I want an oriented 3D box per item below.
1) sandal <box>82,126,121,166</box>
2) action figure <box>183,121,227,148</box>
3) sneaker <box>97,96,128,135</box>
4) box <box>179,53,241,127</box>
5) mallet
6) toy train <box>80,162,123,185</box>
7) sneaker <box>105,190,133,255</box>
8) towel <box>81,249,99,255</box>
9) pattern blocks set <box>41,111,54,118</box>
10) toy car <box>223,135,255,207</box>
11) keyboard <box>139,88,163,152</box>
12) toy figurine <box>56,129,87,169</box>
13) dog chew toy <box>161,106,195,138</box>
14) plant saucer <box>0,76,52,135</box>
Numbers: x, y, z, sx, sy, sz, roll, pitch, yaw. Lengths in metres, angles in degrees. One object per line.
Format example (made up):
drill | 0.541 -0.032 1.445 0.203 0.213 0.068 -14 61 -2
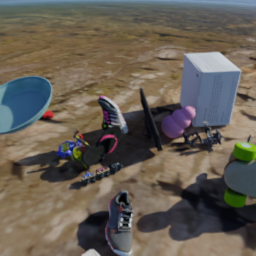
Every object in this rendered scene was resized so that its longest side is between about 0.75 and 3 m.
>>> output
sandal | -0.749 0.586 9.248 0.413 0.688 1.831 -14 24 50
action figure | 2.875 0.280 10.346 1.556 0.794 0.925 -6 28 -4
sneaker | -0.659 -0.293 9.897 0.778 1.779 0.656 -45 37 -23
box | 3.327 -1.675 11.906 1.600 2.435 2.448 -3 32 -5
mallet | -1.288 0.606 9.492 0.275 1.338 0.441 -33 24 30
toy train | -0.846 1.409 8.890 1.479 0.252 0.339 -19 75 -28
sneaker | -0.165 2.275 6.974 0.654 0.695 1.696 14 36 -21
towel | -0.924 3.107 6.132 0.579 0.151 0.873 32 43 29
pattern blocks set | -4.459 -0.781 12.452 1.875 0.173 2.133 -14 35 -32
toy car | 3.696 1.111 8.315 1.692 1.761 2.144 9 21 14
keyboard | 0.700 -0.196 10.576 0.543 1.427 2.742 -16 44 3
toy figurine | -2.021 0.868 9.668 0.954 0.840 1.593 -24 36 6
dog chew toy | 1.937 -0.280 10.640 0.892 1.432 0.892 38 21 -18
plant saucer | -3.725 -0.695 9.342 2.705 0.486 2.705 -8 47 9
